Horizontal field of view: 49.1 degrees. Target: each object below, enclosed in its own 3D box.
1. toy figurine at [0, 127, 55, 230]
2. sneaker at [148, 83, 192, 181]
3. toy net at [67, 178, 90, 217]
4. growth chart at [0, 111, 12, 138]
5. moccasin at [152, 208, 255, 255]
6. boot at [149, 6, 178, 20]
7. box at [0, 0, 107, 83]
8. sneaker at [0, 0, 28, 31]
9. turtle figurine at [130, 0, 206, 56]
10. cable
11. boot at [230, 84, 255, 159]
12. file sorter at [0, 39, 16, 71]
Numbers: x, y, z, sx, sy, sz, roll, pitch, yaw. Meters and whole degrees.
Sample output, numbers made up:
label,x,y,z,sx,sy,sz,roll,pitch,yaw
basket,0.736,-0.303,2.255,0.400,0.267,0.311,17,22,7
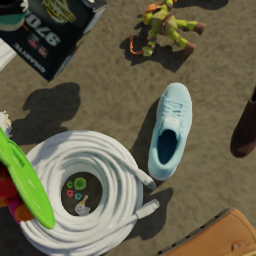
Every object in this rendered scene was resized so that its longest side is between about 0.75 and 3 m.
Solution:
label,x,y,z,sx,sy,sz,roll,pitch,yaw
toy figurine,-2.303,1.049,3.919,1.840,1.999,1.500,-28,35,-12
sneaker,1.066,-0.039,6.549,0.924,1.024,2.500,10,72,2
toy net,-1.154,1.632,6.452,0.482,0.178,0.919,-11,73,-3
growth chart,-3.205,-0.019,7.048,0.551,0.068,0.762,-22,73,-8
moccasin,0.613,1.779,3.195,2.093,0.765,0.808,-27,61,-11
boot,0.899,-3.109,7.926,0.845,0.306,0.703,-35,74,-14
box,-1.758,-2.231,4.875,2.324,1.847,0.535,43,40,-8
sneaker,-2.369,-1.964,3.663,2.058,0.822,0.735,10,77,-27
turtle figurine,1.123,-2.817,7.513,1.793,0.716,2.224,24,84,5
cable,-1.041,1.389,6.139,2.718,0.941,2.719,-38,75,-10
boot,2.225,-0.220,5.103,0.526,1.210,1.455,27,83,33
file sorter,-3.942,-2.338,7.318,1.605,0.999,1.114,33,75,10
